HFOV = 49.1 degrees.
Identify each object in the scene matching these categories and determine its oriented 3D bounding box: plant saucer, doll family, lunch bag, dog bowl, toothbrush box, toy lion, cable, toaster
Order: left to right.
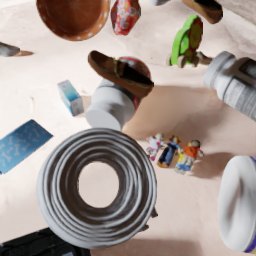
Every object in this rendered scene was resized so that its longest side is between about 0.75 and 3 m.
[{"bbox_3d":[-2.085,0.478,4.731,0.468,1.889,1.053,53,28,-9],"label":"dog bowl"},{"bbox_3d":[-1.515,3.073,5.604,1.810,1.188,2.002,-17,53,-13],"label":"toaster"},{"bbox_3d":[-1.882,-0.979,9.142,0.432,0.742,1.013,-25,56,-19],"label":"toothbrush box"},{"bbox_3d":[-1.709,-3.914,8.777,2.300,2.300,0.371,1,26,1],"label":"plant saucer"},{"bbox_3d":[-0.420,0.828,3.979,1.681,0.582,1.680,-13,80,-20],"label":"cable"},{"bbox_3d":[-0.089,-3.508,8.762,0.509,1.241,1.093,-6,72,-30],"label":"lunch bag"},{"bbox_3d":[1.340,0.691,7.937,1.721,0.776,1.068,13,58,33],"label":"doll family"},{"bbox_3d":[1.662,-2.393,7.750,0.500,1.397,1.458,19,22,31],"label":"toy lion"}]

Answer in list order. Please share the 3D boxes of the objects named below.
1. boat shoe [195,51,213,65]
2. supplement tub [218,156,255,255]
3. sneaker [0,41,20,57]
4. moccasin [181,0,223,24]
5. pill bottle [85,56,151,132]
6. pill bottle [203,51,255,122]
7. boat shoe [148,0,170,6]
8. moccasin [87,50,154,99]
[{"bbox_3d":[2.740,-2.742,10.784,1.072,0.385,0.406,20,54,16],"label":"boat shoe"},{"bbox_3d":[3.618,1.789,6.065,2.850,2.072,2.072,7,52,6],"label":"supplement tub"},{"bbox_3d":[-4.944,-3.154,11.036,1.300,0.523,0.497,1,49,-1],"label":"sneaker"},{"bbox_3d":[1.763,-3.183,6.920,0.537,0.566,1.467,-29,65,-8],"label":"moccasin"},{"bbox_3d":[-0.284,-1.009,8.740,1.409,1.409,2.433,17,54,13],"label":"pill bottle"},{"bbox_3d":[3.856,-1.247,8.808,1.578,1.578,2.723,-35,60,-25],"label":"pill bottle"},{"bbox_3d":[0.698,-3.100,6.161,0.744,0.661,2.023,19,32,6],"label":"boat shoe"},{"bbox_3d":[-0.163,-1.253,6.220,1.607,0.620,0.588,35,55,-1],"label":"moccasin"}]
